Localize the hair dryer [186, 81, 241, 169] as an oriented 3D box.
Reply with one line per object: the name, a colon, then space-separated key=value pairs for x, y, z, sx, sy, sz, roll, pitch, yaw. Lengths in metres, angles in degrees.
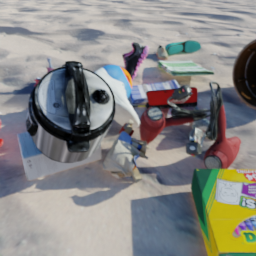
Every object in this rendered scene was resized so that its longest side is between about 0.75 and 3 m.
hair dryer: x=2.684 y=0.191 z=7.874 sx=0.774 sy=2.849 sz=2.170 roll=18 pitch=80 yaw=38

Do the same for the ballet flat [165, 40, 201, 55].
ballet flat: x=3.242 y=-4.941 z=17.008 sx=2.368 sy=0.797 sz=0.833 roll=-13 pitch=34 yaw=-18

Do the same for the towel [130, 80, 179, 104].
towel: x=1.179 y=-1.607 z=12.190 sx=2.263 sy=0.269 sz=1.662 roll=-7 pitch=33 yaw=-3

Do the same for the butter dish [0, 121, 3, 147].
butter dish: x=-4.529 y=0.213 z=8.664 sx=1.803 sy=1.336 sz=1.808 roll=-45 pitch=32 yaw=6

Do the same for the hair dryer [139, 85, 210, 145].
hair dryer: x=1.271 y=-0.117 z=8.311 sx=1.979 sy=2.598 sz=0.706 roll=26 pitch=47 yaw=-40

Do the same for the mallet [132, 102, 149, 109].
mallet: x=0.441 y=-0.903 z=11.339 sx=1.001 sy=0.206 sz=0.330 roll=2 pitch=33 yaw=10

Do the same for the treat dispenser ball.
treat dispenser ball: x=-0.637 y=-1.691 z=11.151 sx=1.597 sy=1.597 sz=1.597 roll=0 pitch=33 yaw=0

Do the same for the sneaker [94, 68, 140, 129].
sneaker: x=-0.304 y=-1.031 z=9.593 sx=0.903 sy=2.399 sz=1.062 roll=-16 pitch=35 yaw=42

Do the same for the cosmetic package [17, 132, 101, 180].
cosmetic package: x=-2.021 y=0.566 z=8.347 sx=2.213 sy=0.898 sz=1.249 roll=-12 pitch=39 yaw=-21

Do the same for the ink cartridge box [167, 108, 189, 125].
ink cartridge box: x=1.912 y=-0.440 z=10.440 sx=0.819 sy=0.345 sz=0.593 roll=10 pitch=34 yaw=15

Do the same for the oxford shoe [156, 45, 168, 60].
oxford shoe: x=1.971 y=-4.400 z=16.376 sx=0.542 sy=0.566 sz=1.533 roll=-7 pitch=34 yaw=-11

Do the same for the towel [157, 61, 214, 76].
towel: x=2.728 y=-3.021 z=14.015 sx=2.128 sy=0.326 sz=2.790 roll=-2 pitch=22 yaw=-9

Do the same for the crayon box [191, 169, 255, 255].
crayon box: x=2.976 y=1.953 z=6.300 sx=2.673 sy=0.779 sz=2.306 roll=1 pitch=33 yaw=-1

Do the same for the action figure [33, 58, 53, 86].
action figure: x=-3.276 y=-2.231 z=12.865 sx=2.202 sy=1.475 sz=1.640 roll=-30 pitch=78 yaw=-29

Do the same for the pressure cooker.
pressure cooker: x=-1.368 y=-0.395 z=6.904 sx=2.005 sy=2.279 sz=2.036 roll=41 pitch=57 yaw=3

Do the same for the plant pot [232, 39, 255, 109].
plant pot: x=6.277 y=-2.300 z=11.357 sx=2.775 sy=2.803 sz=2.803 roll=-14 pitch=35 yaw=-33

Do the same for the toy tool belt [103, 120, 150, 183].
toy tool belt: x=0.082 y=0.717 z=8.196 sx=1.143 sy=1.162 sz=1.861 roll=32 pitch=38 yaw=-5

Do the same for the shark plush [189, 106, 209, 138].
shark plush: x=2.626 y=-0.272 z=9.772 sx=0.858 sy=0.787 sz=1.889 roll=7 pitch=34 yaw=11

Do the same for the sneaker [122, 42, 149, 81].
sneaker: x=0.082 y=-2.952 z=12.746 sx=0.993 sy=2.081 sz=0.822 roll=22 pitch=25 yaw=-17

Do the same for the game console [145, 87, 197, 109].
game console: x=1.652 y=-1.318 z=10.480 sx=1.795 sy=1.065 sz=1.547 roll=-3 pitch=34 yaw=12
